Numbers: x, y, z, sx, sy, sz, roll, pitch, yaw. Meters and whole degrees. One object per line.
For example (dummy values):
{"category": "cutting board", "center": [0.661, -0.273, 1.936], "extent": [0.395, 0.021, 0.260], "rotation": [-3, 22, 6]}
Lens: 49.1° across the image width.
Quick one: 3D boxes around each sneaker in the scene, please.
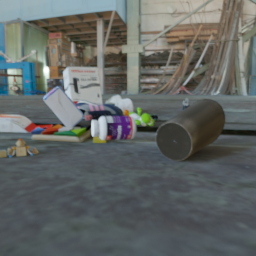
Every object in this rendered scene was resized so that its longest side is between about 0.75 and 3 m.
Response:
{"category": "sneaker", "center": [-0.909, -1.279, 16.356], "extent": [1.424, 1.117, 2.866], "rotation": [-11, 10, -26]}
{"category": "sneaker", "center": [-1.556, -0.648, 13.732], "extent": [2.587, 0.907, 1.061], "rotation": [8, 39, 20]}

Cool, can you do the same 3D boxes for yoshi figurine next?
{"category": "yoshi figurine", "center": [0.429, -0.435, 11.856], "extent": [1.353, 0.761, 0.758], "rotation": [11, 15, 14]}

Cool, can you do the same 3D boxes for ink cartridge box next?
{"category": "ink cartridge box", "center": [-2.764, -0.907, 11.790], "extent": [0.870, 1.556, 2.280], "rotation": [-41, 17, -9]}
{"category": "ink cartridge box", "center": [-4.138, -0.192, 10.973], "extent": [2.120, 0.531, 1.719], "rotation": [-2, 10, -9]}
{"category": "ink cartridge box", "center": [-2.641, -2.168, 16.336], "extent": [1.882, 2.608, 1.092], "rotation": [-5, -5, -28]}

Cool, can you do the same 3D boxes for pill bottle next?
{"category": "pill bottle", "center": [-0.434, 0.007, 8.316], "extent": [1.255, 0.706, 0.706], "rotation": [-2, 9, -16]}

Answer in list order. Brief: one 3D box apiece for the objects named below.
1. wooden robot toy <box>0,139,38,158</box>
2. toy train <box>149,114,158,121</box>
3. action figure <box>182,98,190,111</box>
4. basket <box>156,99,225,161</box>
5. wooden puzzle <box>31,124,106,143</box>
{"category": "wooden robot toy", "center": [-2.728, 0.478, 6.985], "extent": [0.940, 0.427, 0.414], "rotation": [-3, 10, -21]}
{"category": "toy train", "center": [1.044, -0.464, 13.444], "extent": [0.821, 0.350, 0.468], "rotation": [-3, -7, 3]}
{"category": "action figure", "center": [3.467, -1.056, 15.009], "extent": [1.225, 1.052, 2.061], "rotation": [11, 7, 0]}
{"category": "basket", "center": [1.499, 0.111, 6.977], "extent": [1.130, 1.498, 1.661], "rotation": [44, 38, 18]}
{"category": "wooden puzzle", "center": [-2.010, 0.138, 9.390], "extent": [2.890, 0.338, 1.950], "rotation": [1, 10, 7]}
